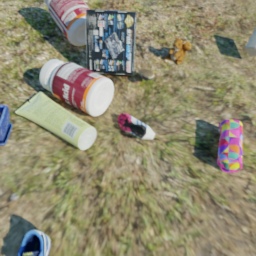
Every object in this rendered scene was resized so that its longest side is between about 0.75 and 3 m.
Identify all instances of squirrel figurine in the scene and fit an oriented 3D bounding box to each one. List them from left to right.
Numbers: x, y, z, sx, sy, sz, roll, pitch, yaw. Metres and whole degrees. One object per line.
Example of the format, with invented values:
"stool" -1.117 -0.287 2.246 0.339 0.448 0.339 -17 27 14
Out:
"squirrel figurine" 2.019 -3.151 11.082 0.981 0.916 0.694 -33 55 -27

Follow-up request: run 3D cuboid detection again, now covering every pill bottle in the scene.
"pill bottle" -2.455 -4.861 11.733 1.470 1.470 2.684 -27 71 -23
"pill bottle" -1.719 -1.379 9.180 2.255 1.288 1.288 27 52 23

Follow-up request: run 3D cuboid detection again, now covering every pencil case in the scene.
"pencil case" 2.858 0.474 7.872 0.700 0.700 1.584 10 48 10

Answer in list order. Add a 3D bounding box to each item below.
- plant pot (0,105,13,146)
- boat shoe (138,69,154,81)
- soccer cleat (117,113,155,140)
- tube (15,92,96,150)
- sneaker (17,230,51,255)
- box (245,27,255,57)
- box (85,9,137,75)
"plant pot" -3.995 -0.022 8.186 0.998 0.898 0.998 -2 47 -1
"boat shoe" 0.667 -1.876 10.076 0.382 0.345 1.063 -26 30 -12
"soccer cleat" 0.225 -0.004 8.526 0.620 0.502 1.436 21 10 -43
"tube" -2.216 -0.277 8.616 2.869 0.745 0.832 28 20 28
"sneaker" -1.979 2.892 5.601 0.647 0.720 1.751 -3 49 -6
"box" 5.126 -3.486 10.942 0.465 0.559 1.361 16 70 51
"box" -0.614 -3.065 10.116 1.759 2.213 0.509 3 24 4
